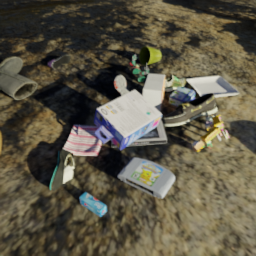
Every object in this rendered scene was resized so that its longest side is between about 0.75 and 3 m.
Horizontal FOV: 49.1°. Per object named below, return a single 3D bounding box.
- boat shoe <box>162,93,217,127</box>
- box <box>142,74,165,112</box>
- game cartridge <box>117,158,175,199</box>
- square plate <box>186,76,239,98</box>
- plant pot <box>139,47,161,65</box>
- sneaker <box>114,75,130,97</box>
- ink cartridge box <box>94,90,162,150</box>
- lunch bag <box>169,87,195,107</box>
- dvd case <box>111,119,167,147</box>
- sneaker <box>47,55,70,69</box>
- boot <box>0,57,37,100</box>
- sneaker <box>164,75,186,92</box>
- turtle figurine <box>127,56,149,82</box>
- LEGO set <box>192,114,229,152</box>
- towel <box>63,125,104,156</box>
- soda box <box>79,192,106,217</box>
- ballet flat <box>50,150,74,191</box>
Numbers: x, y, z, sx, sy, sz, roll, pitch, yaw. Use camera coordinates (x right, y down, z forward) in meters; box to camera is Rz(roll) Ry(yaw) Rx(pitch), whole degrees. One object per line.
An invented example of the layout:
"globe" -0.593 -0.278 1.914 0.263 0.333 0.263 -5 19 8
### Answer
"boat shoe" 2.546 -0.772 11.825 2.653 0.799 0.946 -19 22 -18
"box" 1.209 -1.664 13.045 0.855 1.091 1.754 6 35 10
"game cartridge" 0.600 1.510 8.821 1.589 0.322 1.060 20 39 24
"square plate" 4.248 -2.045 14.304 2.030 0.289 2.011 -8 37 -10
"plant pot" 1.412 -4.377 17.041 1.057 1.097 1.097 -10 35 -34
"sneaker" -0.218 -1.779 13.296 0.579 0.615 1.503 -24 70 8
"ink cartridge box" -0.155 -0.269 10.440 2.340 0.893 1.597 -30 64 -33
"lunch bag" 2.583 -1.463 13.322 0.984 0.505 1.224 24 43 26
"dvd case" 0.356 0.100 11.193 2.118 0.262 1.592 -4 39 -3
"sneaker" -4.212 -4.079 16.949 0.662 0.573 1.513 19 39 32
"boot" -5.755 -2.634 14.495 2.848 1.033 2.589 16 52 32
"sneaker" 2.356 -2.392 14.392 1.675 0.742 0.644 -24 42 -30
"turtle figurine" 0.549 -3.287 15.629 1.264 0.850 1.688 34 29 -24
"LEGO set" 3.326 0.306 10.855 1.029 0.832 2.237 -17 25 41
"towel" -1.672 0.421 10.867 1.339 0.274 1.830 4 36 5
"soda box" -1.045 2.263 8.287 0.843 0.270 0.286 25 42 29
"ballet flat" -2.128 1.352 9.303 0.627 0.624 1.834 7 35 -8
